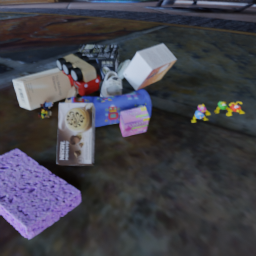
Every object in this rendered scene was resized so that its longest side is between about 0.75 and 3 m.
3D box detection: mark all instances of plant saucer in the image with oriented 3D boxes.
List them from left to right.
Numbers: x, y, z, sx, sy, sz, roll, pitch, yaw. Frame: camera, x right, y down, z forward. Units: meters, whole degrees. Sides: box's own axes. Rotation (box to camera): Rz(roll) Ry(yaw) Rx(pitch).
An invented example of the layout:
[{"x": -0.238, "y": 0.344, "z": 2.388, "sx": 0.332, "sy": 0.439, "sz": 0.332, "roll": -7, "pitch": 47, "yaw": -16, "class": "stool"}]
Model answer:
[{"x": -0.290, "y": -2.974, "z": 14.160, "sx": 0.288, "sy": 1.146, "sz": 1.146, "roll": 27, "pitch": 22, "yaw": -24, "class": "plant saucer"}]

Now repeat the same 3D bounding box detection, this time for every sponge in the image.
[{"x": -2.718, "y": 1.520, "z": 7.168, "sx": 2.829, "sy": 0.422, "sz": 1.578, "roll": 23, "pitch": 34, "yaw": 33, "class": "sponge"}]

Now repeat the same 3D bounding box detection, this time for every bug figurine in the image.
[{"x": 3.184, "y": -0.663, "z": 10.336, "sx": 1.881, "sy": 0.484, "sz": 1.458, "roll": -11, "pitch": 13, "yaw": 4, "class": "bug figurine"}]

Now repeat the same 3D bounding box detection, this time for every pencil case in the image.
[{"x": -0.672, "y": -0.708, "z": 10.311, "sx": 2.979, "sy": 1.162, "sz": 1.294, "roll": -8, "pitch": 24, "yaw": -13, "class": "pencil case"}]

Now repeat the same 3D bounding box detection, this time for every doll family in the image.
[{"x": -3.161, "y": -0.674, "z": 10.579, "sx": 0.497, "sy": 0.860, "sz": 0.338, "roll": -7, "pitch": 28, "yaw": -43, "class": "doll family"}]

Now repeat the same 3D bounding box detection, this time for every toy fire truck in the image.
[{"x": -1.917, "y": -1.583, "z": 10.614, "sx": 1.299, "sy": 2.018, "sz": 1.777, "roll": -29, "pitch": 44, "yaw": -26, "class": "toy fire truck"}]

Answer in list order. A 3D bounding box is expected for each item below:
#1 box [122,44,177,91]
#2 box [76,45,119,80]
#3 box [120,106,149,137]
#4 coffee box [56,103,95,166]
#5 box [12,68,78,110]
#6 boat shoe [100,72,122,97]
[{"x": 1.024, "y": -2.894, "z": 13.299, "sx": 2.040, "sy": 1.553, "sz": 1.085, "roll": -31, "pitch": 79, "yaw": -41, "class": "box"}, {"x": -1.662, "y": -3.587, "z": 15.135, "sx": 2.218, "sy": 1.166, "sz": 2.708, "roll": 1, "pitch": 31, "yaw": 2, "class": "box"}, {"x": 0.196, "y": -0.195, "z": 9.467, "sx": 0.856, "sy": 0.973, "sz": 0.470, "roll": -13, "pitch": 62, "yaw": -11, "class": "box"}, {"x": -1.496, "y": 0.210, "z": 8.173, "sx": 0.997, "sy": 1.764, "sz": 0.704, "roll": 1, "pitch": -11, "yaw": -1, "class": "coffee box"}, {"x": -3.343, "y": -1.769, "z": 11.927, "sx": 2.601, "sy": 1.235, "sz": 1.011, "roll": -28, "pitch": 30, "yaw": -36, "class": "box"}, {"x": -0.670, "y": -1.771, "z": 12.069, "sx": 0.926, "sy": 0.912, "sz": 2.612, "roll": 11, "pitch": 27, "yaw": -10, "class": "boat shoe"}]
